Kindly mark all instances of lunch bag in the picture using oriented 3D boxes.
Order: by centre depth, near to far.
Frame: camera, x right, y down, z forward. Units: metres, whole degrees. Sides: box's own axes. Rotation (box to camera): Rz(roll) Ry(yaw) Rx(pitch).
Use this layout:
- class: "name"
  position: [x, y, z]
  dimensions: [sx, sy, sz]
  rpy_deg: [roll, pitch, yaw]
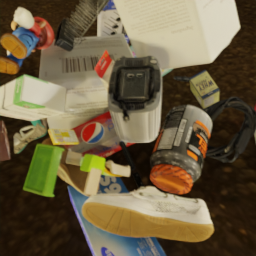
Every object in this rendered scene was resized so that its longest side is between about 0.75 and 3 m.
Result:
- class: "lunch bag"
  position: [0.698, -2.590, 10.999]
  dimensions: [1.860, 1.134, 1.584]
  rpy_deg: [-39, 74, -9]

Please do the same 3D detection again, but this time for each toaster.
- class: "toaster"
  position: [0.208, -0.595, 6.680]
  dimensions: [1.227, 1.394, 2.159]
  rpy_deg: [-2, 51, 7]

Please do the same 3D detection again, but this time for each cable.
- class: "cable"
  position: [2.998, -0.020, 8.911]
  dimensions: [1.871, 0.582, 2.293]
  rpy_deg: [14, 66, 42]

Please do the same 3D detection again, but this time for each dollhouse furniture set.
- class: "dollhouse furniture set"
  position: [-0.920, 0.969, 5.603]
  dimensions: [1.094, 2.189, 0.845]
  rpy_deg: [6, 78, 31]

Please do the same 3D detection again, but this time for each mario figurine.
- class: "mario figurine"
  position: [-3.056, -2.508, 7.757]
  dimensions: [1.577, 1.354, 2.554]
  rpy_deg: [-16, 32, 12]

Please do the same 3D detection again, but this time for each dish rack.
- class: "dish rack"
  position: [-1.338, -3.438, 8.475]
  dimensions: [0.604, 2.215, 1.699]
  rpy_deg: [31, 31, -31]

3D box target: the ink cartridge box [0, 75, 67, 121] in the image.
- class: "ink cartridge box"
  position: [-2.353, -0.640, 6.619]
  dimensions: [1.515, 1.106, 0.637]
  rpy_deg: [-9, 74, 42]

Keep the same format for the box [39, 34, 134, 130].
- class: "box"
  position: [-1.268, -1.377, 9.370]
  dimensions: [2.876, 2.476, 2.890]
  rpy_deg: [-7, 41, -8]

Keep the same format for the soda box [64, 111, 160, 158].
- class: "soda box"
  position: [-0.479, 0.127, 8.082]
  dimensions: [2.697, 0.855, 0.944]
  rpy_deg: [-25, 58, -2]

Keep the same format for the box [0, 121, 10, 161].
- class: "box"
  position: [-4.481, 0.556, 7.443]
  dimensions: [2.393, 0.897, 1.198]
  rpy_deg: [-14, 21, -19]

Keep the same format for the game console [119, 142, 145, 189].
- class: "game console"
  position: [0.106, 1.048, 7.412]
  dimensions: [0.177, 0.866, 1.468]
  rpy_deg: [-23, 76, -3]

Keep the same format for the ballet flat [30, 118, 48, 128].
- class: "ballet flat"
  position: [-3.289, -0.708, 9.945]
  dimensions: [0.813, 0.823, 2.418]
  rpy_deg: [-24, 48, -36]

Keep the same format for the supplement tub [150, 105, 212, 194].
- class: "supplement tub"
  position: [1.469, 0.586, 7.882]
  dimensions: [1.400, 1.400, 2.286]
  rpy_deg: [14, 55, 15]

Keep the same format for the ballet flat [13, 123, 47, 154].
- class: "ballet flat"
  position: [-3.072, 0.256, 8.394]
  dimensions: [1.398, 0.526, 0.474]
  rpy_deg: [-31, 37, 19]

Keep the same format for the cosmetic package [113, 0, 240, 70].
- class: "cosmetic package"
  position: [1.320, -3.307, 7.562]
  dimensions: [2.264, 2.744, 2.262]
  rpy_deg: [2, 38, 43]

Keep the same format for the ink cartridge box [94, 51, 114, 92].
- class: "ink cartridge box"
  position: [-0.471, -1.402, 6.975]
  dimensions: [0.209, 0.834, 0.671]
  rpy_deg: [12, 62, 24]

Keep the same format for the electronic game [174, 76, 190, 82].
- class: "electronic game"
  position: [2.063, -1.811, 10.317]
  dimensions: [0.770, 0.160, 0.770]
  rpy_deg: [7, 4, 0]

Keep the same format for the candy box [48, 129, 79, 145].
- class: "candy box"
  position: [-1.532, 0.216, 6.699]
  dimensions: [0.766, 0.101, 0.391]
  rpy_deg: [5, 54, -55]

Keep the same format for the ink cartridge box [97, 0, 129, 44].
- class: "ink cartridge box"
  position: [-0.508, -3.513, 10.017]
  dimensions: [1.116, 2.374, 0.525]
  rpy_deg: [-12, 70, -11]

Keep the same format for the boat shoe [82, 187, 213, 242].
- class: "boat shoe"
  position: [0.414, 1.753, 6.076]
  dimensions: [2.760, 0.977, 0.957]
  rpy_deg: [12, 41, -7]

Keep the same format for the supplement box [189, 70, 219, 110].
- class: "supplement box"
  position: [2.733, -1.351, 10.056]
  dimensions: [0.645, 0.960, 0.961]
  rpy_deg: [-29, 65, 4]

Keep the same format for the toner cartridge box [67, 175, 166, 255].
- class: "toner cartridge box"
  position: [-0.327, 2.360, 6.611]
  dimensions: [1.365, 0.620, 2.873]
  rpy_deg: [-19, 46, -19]

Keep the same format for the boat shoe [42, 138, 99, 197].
- class: "boat shoe"
  position: [-1.443, 0.991, 6.876]
  dimensions: [1.777, 0.573, 0.633]
  rpy_deg: [48, 54, -5]

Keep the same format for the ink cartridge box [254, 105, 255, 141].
- class: "ink cartridge box"
  position: [5.065, 0.358, 8.364]
  dimensions: [2.141, 1.242, 2.900]
  rpy_deg: [7, 44, 10]
